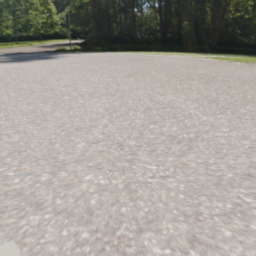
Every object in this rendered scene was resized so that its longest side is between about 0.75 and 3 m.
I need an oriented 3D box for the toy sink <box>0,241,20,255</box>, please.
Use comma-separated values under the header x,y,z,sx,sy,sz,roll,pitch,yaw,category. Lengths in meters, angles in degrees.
x,y,z,sx,sy,sz,roll,pitch,yaw,category
-2.451,2.797,4.645,1.503,0.842,0.979,-20,28,-31,toy sink
